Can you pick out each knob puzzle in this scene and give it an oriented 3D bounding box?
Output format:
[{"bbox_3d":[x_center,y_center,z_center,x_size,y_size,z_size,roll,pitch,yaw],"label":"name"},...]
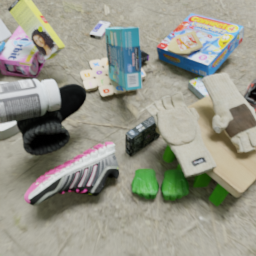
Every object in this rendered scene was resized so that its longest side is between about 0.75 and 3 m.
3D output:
[{"bbox_3d":[2.086,-3.127,10.626,1.340,0.186,1.340,-9,53,11],"label":"knob puzzle"}]

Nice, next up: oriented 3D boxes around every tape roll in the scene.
[{"bbox_3d":[-4.492,-0.615,9.603,2.425,0.443,2.425,0,52,1],"label":"tape roll"}]

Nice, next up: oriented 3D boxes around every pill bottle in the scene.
[{"bbox_3d":[-2.499,-0.656,6.639,1.612,0.917,0.917,-14,52,-27],"label":"pill bottle"}]

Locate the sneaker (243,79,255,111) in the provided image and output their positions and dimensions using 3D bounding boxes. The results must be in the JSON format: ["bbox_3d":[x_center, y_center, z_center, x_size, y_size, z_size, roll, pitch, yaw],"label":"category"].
[{"bbox_3d":[4.581,-1.288,9.886,0.791,0.841,2.053,26,56,19],"label":"sneaker"}]

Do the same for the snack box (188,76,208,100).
[{"bbox_3d":[2.956,-1.369,10.267,0.917,0.342,1.289,-23,54,-19],"label":"snack box"}]

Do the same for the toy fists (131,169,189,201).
[{"bbox_3d":[0.879,1.621,7.778,1.581,0.544,0.806,3,44,4],"label":"toy fists"}]

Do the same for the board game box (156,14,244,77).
[{"bbox_3d":[2.821,-3.335,11.113,2.442,0.682,2.391,31,69,33],"label":"board game box"}]

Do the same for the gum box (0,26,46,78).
[{"bbox_3d":[-4.095,-3.092,11.337,1.407,0.820,2.479,7,52,6],"label":"gum box"}]

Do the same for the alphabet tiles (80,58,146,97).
[{"bbox_3d":[-0.597,-2.044,10.880,2.397,0.175,2.344,-14,48,-11],"label":"alphabet tiles"}]

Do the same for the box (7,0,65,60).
[{"bbox_3d":[-3.183,-3.475,9.776,2.106,0.793,0.528,53,24,-7],"label":"box"}]

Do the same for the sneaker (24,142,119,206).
[{"bbox_3d":[-1.293,1.418,7.395,2.741,1.011,1.199,-28,97,-32],"label":"sneaker"}]

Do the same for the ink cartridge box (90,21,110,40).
[{"bbox_3d":[-1.267,-4.506,12.870,0.551,0.216,1.164,16,56,13],"label":"ink cartridge box"}]

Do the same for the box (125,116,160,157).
[{"bbox_3d":[0.479,0.217,8.563,1.263,1.012,0.275,-33,60,-22],"label":"box"}]

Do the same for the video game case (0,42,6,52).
[{"bbox_3d":[-5.494,-2.599,10.804,1.678,0.149,1.201,-18,44,30],"label":"video game case"}]

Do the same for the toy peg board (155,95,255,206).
[{"bbox_3d":[2.548,0.649,8.233,2.735,1.343,2.746,-27,56,-36],"label":"toy peg board"}]

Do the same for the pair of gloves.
[{"bbox_3d":[2.086,-0.147,7.331,2.739,0.480,2.329,-23,68,-15],"label":"pair of gloves"}]

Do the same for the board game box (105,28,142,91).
[{"bbox_3d":[-0.195,-2.365,9.222,0.553,1.779,2.357,-9,22,-14],"label":"board game box"}]

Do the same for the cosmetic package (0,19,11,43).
[{"bbox_3d":[-5.815,-3.626,11.281,1.524,0.937,1.519,0,38,51],"label":"cosmetic package"}]

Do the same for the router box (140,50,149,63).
[{"bbox_3d":[0.155,-2.982,11.421,0.875,0.299,1.173,-24,48,-28],"label":"router box"}]

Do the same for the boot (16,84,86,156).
[{"bbox_3d":[-1.837,-0.257,7.403,2.249,0.846,1.681,-38,32,-13],"label":"boot"}]
